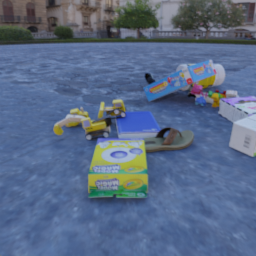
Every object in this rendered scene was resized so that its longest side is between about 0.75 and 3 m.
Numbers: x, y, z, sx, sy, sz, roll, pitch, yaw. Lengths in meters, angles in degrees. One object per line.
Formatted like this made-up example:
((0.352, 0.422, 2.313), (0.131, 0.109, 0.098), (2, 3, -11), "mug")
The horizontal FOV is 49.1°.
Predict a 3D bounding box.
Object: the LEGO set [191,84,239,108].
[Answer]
((3.976, -1.516, 13.262), (2.287, 0.939, 0.872), (12, 67, 26), "LEGO set")

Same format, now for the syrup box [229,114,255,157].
((4.507, 0.119, 9.517), (2.262, 0.891, 0.921), (-16, 29, -35), "syrup box")

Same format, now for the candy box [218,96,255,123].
((5.118, -0.659, 11.706), (1.749, 0.746, 2.085), (-6, 22, -12), "candy box")

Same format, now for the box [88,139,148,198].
((-0.248, 1.037, 7.663), (1.505, 0.621, 2.566), (0, 23, 0), "box")

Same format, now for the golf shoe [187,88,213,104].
((3.830, -1.525, 14.312), (0.778, 0.614, 1.690), (-47, 51, -10), "golf shoe")

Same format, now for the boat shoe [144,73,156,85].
((1.361, -2.864, 17.140), (0.452, 0.541, 1.451), (17, 37, -35), "boat shoe")

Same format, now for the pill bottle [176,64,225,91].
((4.353, -3.119, 16.897), (2.681, 1.532, 1.532), (-8, 23, -20), "pill bottle")

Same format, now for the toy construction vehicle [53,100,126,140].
((-1.380, -0.449, 10.665), (2.504, 0.882, 2.180), (-7, 27, 6), "toy construction vehicle")

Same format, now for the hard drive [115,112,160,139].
((0.330, -0.143, 11.014), (1.559, 0.300, 2.363), (-2, 21, -6), "hard drive")

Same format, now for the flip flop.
((1.235, 0.317, 9.398), (2.215, 0.638, 0.898), (-6, 22, -16), "flip flop")

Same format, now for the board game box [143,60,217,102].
((2.716, -2.457, 14.529), (2.784, 0.795, 2.843), (-21, 3, 41), "board game box")

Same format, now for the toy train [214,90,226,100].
((4.917, -1.554, 14.417), (1.183, 0.501, 0.685), (14, 36, 33), "toy train")
